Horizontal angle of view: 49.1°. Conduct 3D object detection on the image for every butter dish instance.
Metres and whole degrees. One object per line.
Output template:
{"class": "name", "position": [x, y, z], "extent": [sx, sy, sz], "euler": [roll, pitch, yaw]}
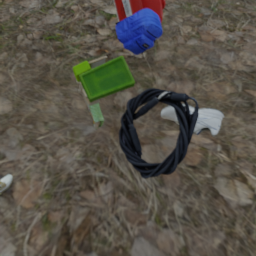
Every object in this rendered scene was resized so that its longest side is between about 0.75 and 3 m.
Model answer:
{"class": "butter dish", "position": [0.548, -4.274, 9.876], "extent": [1.630, 2.205, 2.199], "euler": [-20, 20, -15]}

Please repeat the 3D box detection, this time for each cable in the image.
{"class": "cable", "position": [0.621, 0.098, 6.845], "extent": [1.859, 0.579, 2.278], "euler": [18, 83, 18]}

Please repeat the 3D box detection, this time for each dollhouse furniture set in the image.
{"class": "dollhouse furniture set", "position": [-0.682, -1.018, 7.748], "extent": [1.138, 2.948, 1.474], "euler": [-24, 85, -9]}

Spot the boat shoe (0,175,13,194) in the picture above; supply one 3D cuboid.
{"class": "boat shoe", "position": [-3.996, 1.812, 8.795], "extent": [0.341, 0.312, 0.913], "euler": [21, 53, 17]}

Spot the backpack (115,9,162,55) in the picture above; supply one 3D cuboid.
{"class": "backpack", "position": [0.408, -2.778, 8.173], "extent": [1.186, 0.964, 0.995], "euler": [-23, 74, 32]}

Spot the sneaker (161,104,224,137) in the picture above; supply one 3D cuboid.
{"class": "sneaker", "position": [1.745, -0.223, 7.871], "extent": [1.749, 0.652, 0.762], "euler": [9, 79, 20]}
